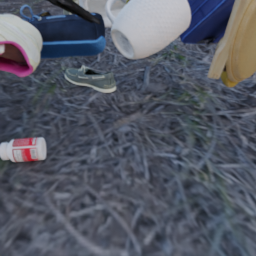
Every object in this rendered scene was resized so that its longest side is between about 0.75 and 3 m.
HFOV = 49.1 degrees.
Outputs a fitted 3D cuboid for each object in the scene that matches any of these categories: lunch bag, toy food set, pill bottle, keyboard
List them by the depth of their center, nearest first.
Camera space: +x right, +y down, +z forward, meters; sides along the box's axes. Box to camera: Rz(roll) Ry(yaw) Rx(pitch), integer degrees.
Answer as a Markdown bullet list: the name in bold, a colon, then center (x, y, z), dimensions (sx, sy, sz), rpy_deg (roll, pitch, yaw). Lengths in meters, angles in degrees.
- **keyboard**: center (-1.150, -1.911, 3.972), dimensions (1.410, 0.229, 2.220), rpy_deg (32, 14, -5)
- **toy food set**: center (2.280, -1.758, 5.513), dimensions (0.575, 1.976, 2.863), rpy_deg (28, 20, 36)
- **pill bottle**: center (-2.623, 0.557, 7.026), dimensions (1.014, 0.569, 0.569), rpy_deg (-4, 34, -5)
- **lunch bag**: center (2.584, -3.668, 8.270), dimensions (1.983, 2.919, 1.931), rpy_deg (-9, 75, -29)

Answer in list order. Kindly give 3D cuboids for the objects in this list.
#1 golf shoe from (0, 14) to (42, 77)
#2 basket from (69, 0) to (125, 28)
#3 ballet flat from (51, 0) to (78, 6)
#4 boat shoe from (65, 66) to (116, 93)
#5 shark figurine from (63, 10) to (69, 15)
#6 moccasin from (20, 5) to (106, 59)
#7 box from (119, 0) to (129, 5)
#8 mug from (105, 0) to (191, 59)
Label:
- **golf shoe**: center (-2.995, -1.846, 5.347), dimensions (2.824, 1.064, 1.292), rpy_deg (14, 43, -34)
- **basket**: center (-0.667, -4.642, 9.927), dimensions (2.894, 1.962, 1.785), rpy_deg (-18, 25, -29)
- **ballet flat**: center (-1.305, -4.048, 7.860), dimensions (0.907, 0.907, 2.483), rpy_deg (24, 50, 31)
- **boat shoe**: center (-1.476, -2.026, 10.677), dimensions (2.416, 0.746, 0.880), rpy_deg (23, 40, 30)
- **shark figurine**: center (-2.572, -5.588, 10.954), dimensions (1.356, 2.270, 0.947), rpy_deg (21, 22, 8)
- **moccasin**: center (-1.974, -2.357, 7.004), dimensions (2.952, 1.007, 1.188), rpy_deg (4, -9, 4)
- **box**: center (-0.081, -3.542, 6.494), dimensions (0.653, 1.114, 0.269), rpy_deg (32, 54, -2)
- **mug**: center (0.198, -1.853, 4.782), dimensions (1.150, 0.968, 1.312), rpy_deg (-42, 78, -15)
